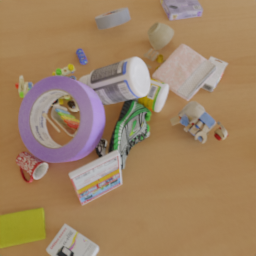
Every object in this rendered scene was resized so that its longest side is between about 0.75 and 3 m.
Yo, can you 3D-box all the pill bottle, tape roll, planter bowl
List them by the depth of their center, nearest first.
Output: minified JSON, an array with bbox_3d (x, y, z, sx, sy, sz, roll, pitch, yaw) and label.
[{"bbox_3d":[-2.182,-0.260,9.159,2.745,0.901,2.745,-1,86,19],"label":"tape roll"},{"bbox_3d":[-0.540,-1.519,9.726,2.338,1.330,1.330,-9,50,33],"label":"pill bottle"},{"bbox_3d":[0.425,-1.441,10.687,2.008,1.115,1.115,22,59,15],"label":"pill bottle"},{"bbox_3d":[1.340,-4.150,12.371,1.145,0.771,1.145,-35,34,28],"label":"planter bowl"},{"bbox_3d":[-0.724,-5.102,13.067,1.611,0.532,1.611,-14,27,7],"label":"tape roll"}]

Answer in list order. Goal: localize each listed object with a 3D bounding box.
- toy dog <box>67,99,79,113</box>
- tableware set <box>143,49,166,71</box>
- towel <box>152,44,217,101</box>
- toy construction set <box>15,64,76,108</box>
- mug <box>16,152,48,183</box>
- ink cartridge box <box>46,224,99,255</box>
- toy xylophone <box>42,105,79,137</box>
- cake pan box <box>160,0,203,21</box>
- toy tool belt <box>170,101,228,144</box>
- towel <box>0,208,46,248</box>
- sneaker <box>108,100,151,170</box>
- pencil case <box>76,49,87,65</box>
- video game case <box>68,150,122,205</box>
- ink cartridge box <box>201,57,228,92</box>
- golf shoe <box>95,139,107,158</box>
[{"bbox_3d":[-1.916,-1.098,10.716,1.012,0.728,1.043,10,57,18],"label":"toy dog"},{"bbox_3d":[1.028,-2.392,11.829,1.451,0.330,2.153,31,59,9],"label":"tableware set"},{"bbox_3d":[2.278,-2.277,11.296,1.882,0.318,1.971,39,78,20],"label":"towel"},{"bbox_3d":[-3.200,-1.558,10.754,2.455,1.131,1.610,-6,77,4],"label":"toy construction set"},{"bbox_3d":[-3.259,1.267,9.183,0.917,0.612,0.814,29,59,22],"label":"mug"},{"bbox_3d":[-1.537,3.384,7.780,1.173,0.486,0.855,27,59,16],"label":"ink cartridge box"},{"bbox_3d":[-2.136,-0.192,9.773,1.828,1.338,0.459,37,101,26],"label":"toy xylophone"},{"bbox_3d":[2.743,-6.290,14.364,1.819,0.476,1.675,-12,59,-8],"label":"cake pan box"},{"bbox_3d":[2.448,0.009,9.839,1.117,1.135,1.818,-43,74,-3],"label":"toy tool belt"},{"bbox_3d":[-3.569,3.032,8.252,2.199,0.199,0.946,-10,62,-8],"label":"towel"},{"bbox_3d":[0.109,0.186,9.512,1.232,1.128,2.891,19,54,1],"label":"sneaker"},{"bbox_3d":[-2.061,-3.122,12.303,0.353,0.317,0.813,-14,56,-18],"label":"pencil case"},{"bbox_3d":[-0.869,1.503,8.146,1.445,2.021,0.176,-25,58,-16],"label":"video game case"},{"bbox_3d":[3.447,-2.242,11.635,0.828,0.383,1.520,29,63,18],"label":"ink cartridge box"},{"bbox_3d":[-0.917,0.655,9.677,0.554,0.456,1.173,-26,61,-17],"label":"golf shoe"}]
